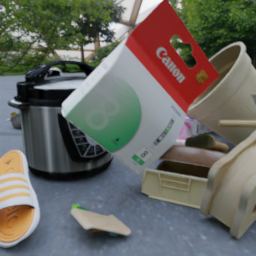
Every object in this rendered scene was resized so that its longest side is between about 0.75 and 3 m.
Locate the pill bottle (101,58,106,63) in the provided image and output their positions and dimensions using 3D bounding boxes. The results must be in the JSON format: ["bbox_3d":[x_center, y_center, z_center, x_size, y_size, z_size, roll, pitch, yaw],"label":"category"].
[{"bbox_3d":[-0.851,-2.070,14.211,1.482,2.602,1.482,11,-4,1],"label":"pill bottle"}]

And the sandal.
[{"bbox_3d":[-2.233,1.060,5.002,0.875,0.654,2.283,-33,42,-4],"label":"sandal"}]

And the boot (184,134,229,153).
[{"bbox_3d":[1.949,0.389,6.445,1.020,0.337,0.893,13,-7,-30],"label":"boot"}]

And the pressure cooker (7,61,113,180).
[{"bbox_3d":[-1.619,-0.331,7.430,2.535,2.838,2.496,2,15,4],"label":"pressure cooker"}]

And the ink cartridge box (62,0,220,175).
[{"bbox_3d":[0.456,-0.645,5.543,2.255,2.803,0.702,42,9,-33],"label":"ink cartridge box"}]

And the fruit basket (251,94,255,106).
[{"bbox_3d":[4.128,0.308,6.082,2.448,1.239,2.643,18,-16,47],"label":"fruit basket"}]

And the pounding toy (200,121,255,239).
[{"bbox_3d":[2.362,0.821,5.635,2.745,1.570,1.575,-30,38,-27],"label":"pounding toy"}]

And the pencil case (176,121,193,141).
[{"bbox_3d":[1.223,0.128,8.786,0.858,0.858,1.963,-6,4,-21],"label":"pencil case"}]

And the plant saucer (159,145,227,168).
[{"bbox_3d":[1.561,0.700,6.628,2.126,0.389,2.126,8,-5,1],"label":"plant saucer"}]

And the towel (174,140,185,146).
[{"bbox_3d":[1.546,0.609,7.764,1.305,0.210,1.247,3,-21,5],"label":"towel"}]

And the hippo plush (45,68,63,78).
[{"bbox_3d":[-4.356,-2.082,15.261,2.880,2.294,2.316,-20,22,-41],"label":"hippo plush"}]

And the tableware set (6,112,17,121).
[{"bbox_3d":[-4.724,-0.618,13.596,2.058,0.316,1.386,0,14,0],"label":"tableware set"}]

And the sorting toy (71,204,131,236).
[{"bbox_3d":[-0.574,1.607,4.905,0.839,0.167,1.135,20,-4,-31],"label":"sorting toy"}]

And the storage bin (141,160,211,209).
[{"bbox_3d":[1.220,1.071,6.333,1.439,0.679,1.449,7,16,26],"label":"storage bin"}]

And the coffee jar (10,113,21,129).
[{"bbox_3d":[-4.301,-0.409,12.075,0.720,0.589,1.380,-21,3,30],"label":"coffee jar"}]

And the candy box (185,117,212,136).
[{"bbox_3d":[2.815,-0.242,11.546,1.684,0.602,1.413,-12,19,-37],"label":"candy box"}]

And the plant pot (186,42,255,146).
[{"bbox_3d":[3.278,-0.730,8.632,2.506,2.737,2.737,39,10,-11],"label":"plant pot"}]
